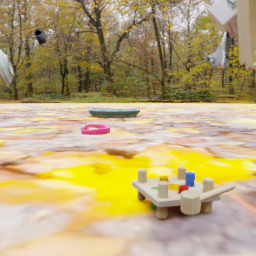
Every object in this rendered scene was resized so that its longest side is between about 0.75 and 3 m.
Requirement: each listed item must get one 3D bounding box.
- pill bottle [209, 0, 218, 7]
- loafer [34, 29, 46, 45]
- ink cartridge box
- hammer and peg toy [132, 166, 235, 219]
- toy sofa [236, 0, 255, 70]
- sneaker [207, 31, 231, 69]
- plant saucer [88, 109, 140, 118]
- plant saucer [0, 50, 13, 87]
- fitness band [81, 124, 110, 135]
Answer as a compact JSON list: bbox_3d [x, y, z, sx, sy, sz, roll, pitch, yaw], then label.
[{"bbox_3d":[3.310,-4.286,10.147,0.463,0.831,0.463,-33,-10,-6],"label":"pill bottle"},{"bbox_3d":[-3.556,-3.774,11.266,0.399,0.412,1.175,-24,44,-2],"label":"loafer"},{"bbox_3d":[3.298,-3.532,8.035,1.735,0.729,1.266,-40,-20,20],"label":"ink cartridge box"},{"bbox_3d":[0.449,0.555,2.329,0.606,0.290,0.824,-1,6,-21],"label":"hammer and peg toy"},{"bbox_3d":[3.413,-2.786,6.944,1.061,2.562,1.250,-10,15,5],"label":"toy sofa"},{"bbox_3d":[2.392,-2.063,7.501,0.597,1.034,0.388,0,-14,43],"label":"sneaker"},{"bbox_3d":[-0.695,-0.754,14.140,2.650,0.363,2.650,-1,6,0],"label":"plant saucer"},{"bbox_3d":[-3.570,-1.779,8.119,0.290,1.155,1.155,-16,9,-11],"label":"plant saucer"},{"bbox_3d":[-0.875,0.027,7.656,0.752,0.196,1.047,1,7,4],"label":"fitness band"}]
